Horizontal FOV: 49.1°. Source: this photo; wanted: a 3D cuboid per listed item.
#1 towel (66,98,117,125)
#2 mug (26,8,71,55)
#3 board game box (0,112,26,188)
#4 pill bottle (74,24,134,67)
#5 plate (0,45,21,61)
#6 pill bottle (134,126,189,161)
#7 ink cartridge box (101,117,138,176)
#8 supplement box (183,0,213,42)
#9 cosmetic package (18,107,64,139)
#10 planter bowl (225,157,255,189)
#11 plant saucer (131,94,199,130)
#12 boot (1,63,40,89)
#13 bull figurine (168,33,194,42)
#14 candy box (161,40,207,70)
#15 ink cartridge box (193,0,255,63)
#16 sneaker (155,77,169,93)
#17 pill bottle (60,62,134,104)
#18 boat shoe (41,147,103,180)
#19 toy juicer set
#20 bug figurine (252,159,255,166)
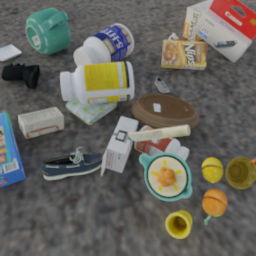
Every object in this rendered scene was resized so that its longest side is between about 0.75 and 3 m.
[{"bbox_3d":[-1.328,-0.852,10.344,1.302,0.366,1.521,33,54,29],"label":"towel"},{"bbox_3d":[-3.657,-4.375,12.454,1.841,2.240,1.385,41,55,17],"label":"mug"},{"bbox_3d":[-4.406,0.764,8.529,1.944,0.575,2.556,-18,52,-17],"label":"board game box"},{"bbox_3d":[-1.043,-3.316,11.974,1.474,1.474,2.463,30,54,26],"label":"pill bottle"},{"bbox_3d":[-5.648,-3.456,13.036,1.039,0.168,1.037,-35,54,-29],"label":"plate"},{"bbox_3d":[1.022,0.607,8.567,1.531,0.859,0.859,26,51,24],"label":"pill bottle"},{"bbox_3d":[-0.249,0.625,8.421,0.576,1.001,1.729,17,48,5],"label":"ink cartridge box"},{"bbox_3d":[3.961,-5.462,14.066,2.394,1.509,0.880,-29,53,-25],"label":"supplement box"},{"bbox_3d":[-2.885,-0.178,9.336,1.316,0.574,0.680,-16,40,-30],"label":"cosmetic package"},{"bbox_3d":[3.176,1.283,8.106,0.920,0.383,0.920,0,89,-7],"label":"planter bowl"},{"bbox_3d":[1.300,-0.606,9.628,2.392,0.352,2.392,7,30,-4],"label":"plant saucer"},{"bbox_3d":[-4.410,-2.101,11.387,1.393,0.629,1.700,-3,38,-6],"label":"boot"},{"bbox_3d":[2.578,-3.841,13.054,1.116,0.598,1.838,-16,50,5],"label":"bull figurine"},{"bbox_3d":[2.406,-3.143,12.106,1.883,0.521,1.087,5,86,5],"label":"candy box"},{"bbox_3d":[4.246,-4.323,12.026,2.430,2.141,0.543,42,63,11],"label":"ink cartridge box"},{"bbox_3d":[1.333,-1.713,11.190,0.327,0.359,0.876,-23,50,-21],"label":"sneaker"},{"bbox_3d":[-1.070,-1.550,9.842,2.445,1.369,1.369,-5,46,-5],"label":"pill bottle"},{"bbox_3d":[-1.613,1.006,8.310,1.876,0.580,0.702,-10,29,-10],"label":"boat shoe"},{"bbox_3d":[1.246,1.038,6.846,1.875,0.802,2.947,-31,77,24],"label":"toy juicer set"},{"bbox_3d":[4.308,0.991,8.593,0.843,0.280,1.087,32,53,27],"label":"bug figurine"}]
